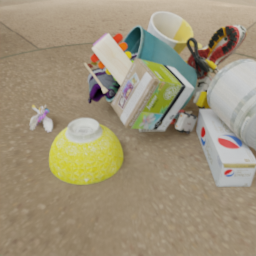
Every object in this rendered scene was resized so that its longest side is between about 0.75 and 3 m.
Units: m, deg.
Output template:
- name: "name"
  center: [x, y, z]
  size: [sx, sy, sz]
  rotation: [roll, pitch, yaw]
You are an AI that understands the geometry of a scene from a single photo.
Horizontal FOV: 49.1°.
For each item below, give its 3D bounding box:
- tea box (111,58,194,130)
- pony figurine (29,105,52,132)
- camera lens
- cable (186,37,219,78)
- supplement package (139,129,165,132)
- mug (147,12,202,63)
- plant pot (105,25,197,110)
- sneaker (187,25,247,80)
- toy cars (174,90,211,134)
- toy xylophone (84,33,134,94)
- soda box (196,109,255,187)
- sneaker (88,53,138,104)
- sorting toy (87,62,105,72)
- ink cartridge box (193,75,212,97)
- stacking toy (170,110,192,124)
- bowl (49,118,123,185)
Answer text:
- name: "tea box"
  center: [0.723, -0.973, 8.740]
  size: [1.761, 1.790, 1.196]
  rotation: [2, 41, -38]
- name: "pony figurine"
  center: [-3.306, -0.384, 10.475]
  size: [0.871, 1.010, 1.046]
  rotation: [7, 0, -41]
- name: "camera lens"
  center: [3.678, -0.717, 8.267]
  size: [1.943, 1.943, 2.429]
  rotation: [-12, 44, -17]
- name: "cable"
  center: [2.632, -2.544, 10.337]
  size: [0.417, 1.659, 0.806]
  rotation: [-38, 5, -33]
- name: "supplement package"
  center: [0.890, -0.344, 10.326]
  size: [0.984, 0.741, 0.747]
  rotation: [-2, 62, -4]
- name: "mug"
  center: [1.696, -3.497, 12.237]
  size: [2.392, 1.964, 1.916]
  rotation: [45, 53, 12]
- name: "plant pot"
  center: [0.980, -1.958, 10.972]
  size: [2.818, 2.999, 2.999]
  rotation: [20, 28, -21]
- name: "sneaker"
  center: [3.405, -2.830, 10.809]
  size: [1.176, 2.862, 1.114]
  rotation: [-25, 83, -33]
- name: "toy cars"
  center: [2.374, -0.652, 10.252]
  size: [0.613, 1.241, 2.767]
  rotation: [27, 52, 29]
- name: "toy xylophone"
  center: [-0.509, -2.020, 9.008]
  size: [1.490, 2.035, 0.511]
  rotation: [-30, 0, 11]
- name: "soda box"
  center: [3.056, 0.521, 9.107]
  size: [1.021, 0.954, 2.998]
  rotation: [0, 35, 0]
- name: "sneaker"
  center: [-0.220, -1.707, 10.319]
  size: [2.922, 1.087, 1.279]
  rotation: [-17, 56, 29]
- name: "sorting toy"
  center: [-1.331, -2.558, 13.164]
  size: [0.737, 1.530, 0.259]
  rotation: [-11, 58, 31]
- name: "ink cartridge box"
  center: [3.290, -1.667, 12.050]
  size: [0.424, 0.735, 1.013]
  rotation: [18, 77, 50]
- name: "stacking toy"
  center: [1.951, -0.383, 10.582]
  size: [0.762, 0.842, 0.356]
  rotation: [3, 74, -11]
- name: "bowl"
  center: [-1.363, 0.478, 8.871]
  size: [2.423, 1.304, 2.423]
  rotation: [-1, 34, 0]
